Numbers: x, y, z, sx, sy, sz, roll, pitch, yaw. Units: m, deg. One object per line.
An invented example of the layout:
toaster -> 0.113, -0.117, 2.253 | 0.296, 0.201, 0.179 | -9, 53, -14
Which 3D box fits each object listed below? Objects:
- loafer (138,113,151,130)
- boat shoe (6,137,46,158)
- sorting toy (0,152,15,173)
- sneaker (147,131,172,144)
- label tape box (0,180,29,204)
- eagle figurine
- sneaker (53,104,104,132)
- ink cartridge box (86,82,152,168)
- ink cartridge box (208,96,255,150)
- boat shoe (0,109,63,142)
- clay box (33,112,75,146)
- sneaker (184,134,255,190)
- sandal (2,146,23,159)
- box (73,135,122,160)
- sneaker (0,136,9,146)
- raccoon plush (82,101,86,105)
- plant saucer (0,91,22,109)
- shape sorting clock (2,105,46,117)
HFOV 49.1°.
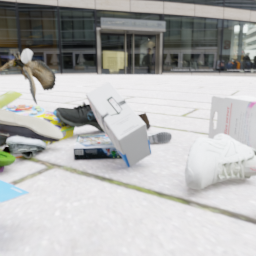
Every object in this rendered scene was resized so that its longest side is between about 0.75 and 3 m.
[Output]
loafer -> -0.063, -0.469, 12.260 | 2.358, 0.841, 0.861 | 8, 16, 30
boat shoe -> -3.042, 0.652, 8.434 | 0.560, 0.551, 1.552 | -15, -14, 21
sorting toy -> -3.615, 1.038, 6.937 | 1.081, 0.739, 1.799 | 16, 3, 1
sneaker -> 0.936, 0.309, 9.961 | 1.253, 0.468, 0.514 | -3, 14, -12
label tape box -> -3.164, 1.562, 4.204 | 1.923, 0.887, 2.684 | 9, 15, 33
eagle figurine -> -5.475, -2.957, 15.909 | 2.038, 2.686, 2.027 | -46, 11, 0
sneaker -> -1.596, -0.585, 10.802 | 2.669, 1.093, 0.977 | 8, 22, -41
ink cartridge box -> -0.259, -0.108, 7.811 | 0.831, 1.439, 1.971 | -31, 53, -10
ink cartridge box -> 3.863, -0.023, 8.569 | 1.009, 1.755, 2.996 | -7, 17, -25
boat shoe -> -3.247, 0.084, 8.888 | 2.288, 0.718, 0.831 | 19, 27, -30
clay box -> -3.082, 0.071, 10.032 | 1.245, 0.516, 2.168 | 30, 24, 20
sneaker -> 2.418, 0.814, 6.805 | 1.417, 1.111, 2.852 | 16, 22, 37
sandal -> -3.628, 0.754, 8.395 | 0.490, 0.366, 1.278 | 7, 16, 27
box -> -0.637, 0.587, 8.996 | 2.068, 0.390, 1.412 | -1, 14, -4
sneaker -> -4.286, -0.021, 9.984 | 0.927, 1.107, 2.440 | 5, 14, 31
raccoon plush -> -2.042, -1.117, 15.108 | 0.410, 0.846, 0.567 | -29, -9, 35
plant saucer -> -5.832, -0.806, 11.692 | 2.952, 0.459, 2.952 | -26, 19, 10
shape sorting clock -> -5.615, -0.807, 14.232 | 2.750, 0.540, 2.750 | 0, 14, 0
